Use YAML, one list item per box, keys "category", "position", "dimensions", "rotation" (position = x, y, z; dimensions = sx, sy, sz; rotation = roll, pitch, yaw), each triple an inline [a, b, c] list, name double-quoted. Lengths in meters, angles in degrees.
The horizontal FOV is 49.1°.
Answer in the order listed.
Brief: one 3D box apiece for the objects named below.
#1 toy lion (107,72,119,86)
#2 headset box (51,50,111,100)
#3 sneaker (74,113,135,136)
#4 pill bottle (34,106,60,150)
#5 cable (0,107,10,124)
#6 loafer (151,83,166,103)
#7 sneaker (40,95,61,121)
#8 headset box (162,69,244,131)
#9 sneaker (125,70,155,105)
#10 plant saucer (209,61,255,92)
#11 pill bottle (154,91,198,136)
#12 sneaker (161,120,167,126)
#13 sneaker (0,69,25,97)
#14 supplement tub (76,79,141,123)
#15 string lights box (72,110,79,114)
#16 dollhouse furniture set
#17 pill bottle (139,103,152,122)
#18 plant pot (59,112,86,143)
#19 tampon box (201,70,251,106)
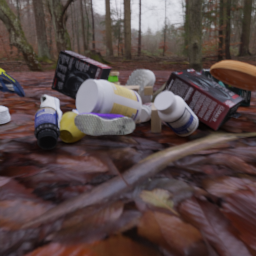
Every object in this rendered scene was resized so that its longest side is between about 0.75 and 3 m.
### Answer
- category: "toy lion"
  position: [-1.643, -2.555, 15.517]
  dimensions: [2.269, 0.779, 2.175]
  rotation: [-10, 7, -32]
- category: "headset box"
  position: [-2.111, -2.274, 13.164]
  dimensions: [2.598, 1.934, 1.003]
  rotation: [24, 21, 14]
- category: "sneaker"
  position: [-0.688, -0.124, 8.003]
  dimensions: [1.671, 0.581, 0.831]
  rotation: [6, 10, -9]
- category: "pill bottle"
  position: [-2.308, -0.002, 7.984]
  dimensions: [0.701, 0.701, 1.253]
  rotation: [-4, 40, -14]
- category: "cable"
  position: [-5.594, -0.483, 10.944]
  dimensions: [1.788, 0.619, 1.787]
  rotation: [-10, 17, -33]
- category: "loafer"
  position: [1.606, -1.472, 12.436]
  dimensions: [0.814, 0.734, 2.151]
  rotation: [-44, 4, -19]
- category: "sneaker"
  position: [-2.700, -0.510, 9.506]
  dimensions: [0.648, 0.668, 1.829]
  rotation: [18, 24, -28]
- category: "headset box"
  position: [2.941, -1.103, 10.603]
  dimensions: [2.731, 1.055, 2.032]
  rotation: [36, 31, 22]
- category: "sneaker"
  position: [0.555, -1.519, 11.907]
  dimensions: [1.196, 1.135, 2.971]
  rotation: [4, -20, -19]
- category: "plant saucer"
  position: [4.663, -2.154, 11.563]
  dimensions: [2.529, 0.473, 2.529]
  rotation: [21, 2, -1]
- category: "pill bottle"
  position: [1.486, -0.453, 8.797]
  dimensions: [0.888, 0.888, 1.599]
  rotation: [14, -18, 43]
- category: "sneaker"
  position: [1.750, -0.635, 10.815]
  dimensions: [0.874, 0.978, 2.449]
  rotation: [-5, 16, -22]
- category: "sneaker"
  position: [-6.381, -2.244, 14.809]
  dimensions: [0.874, 2.126, 0.786]
  rotation: [-38, 47, 5]
- category: "supplement tub"
  position: [-0.616, -0.786, 9.197]
  dimensions: [1.859, 1.352, 1.352]
  rotation: [13, 2, -43]
- category: "string lights box"
  position: [-1.804, -0.480, 11.062]
  dimensions: [0.460, 0.264, 0.895]
  rotation: [43, 25, 19]
- category: "dollhouse furniture set"
  position: [-0.208, -0.697, 10.132]
  dimensions: [2.760, 1.431, 1.222]
  rotation: [0, 18, 7]
- category: "pill bottle"
  position: [0.699, -0.628, 11.416]
  dimensions: [0.671, 0.671, 1.225]
  rotation: [5, 15, 18]
- category: "plant pot"
  position: [-1.755, 0.082, 8.496]
  dimensions: [0.924, 0.924, 0.656]
  rotation: [4, 32, 14]
- category: "tampon box"
  position: [5.217, -2.215, 15.178]
  dimensions: [2.453, 1.838, 1.549]
  rotation: [2, 15, 8]
